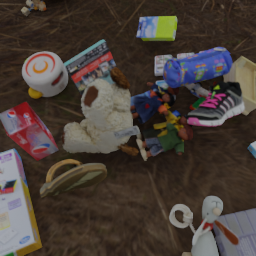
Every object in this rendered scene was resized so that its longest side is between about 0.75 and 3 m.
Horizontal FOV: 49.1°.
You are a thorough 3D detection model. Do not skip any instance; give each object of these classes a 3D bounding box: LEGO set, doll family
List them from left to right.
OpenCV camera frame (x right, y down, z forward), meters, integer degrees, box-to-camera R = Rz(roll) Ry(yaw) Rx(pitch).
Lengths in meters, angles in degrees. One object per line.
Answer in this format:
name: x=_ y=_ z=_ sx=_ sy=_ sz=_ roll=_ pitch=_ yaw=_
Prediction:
doll family: x=0.930 y=-0.373 z=7.991 sx=1.713 sy=1.163 sz=2.964 roll=-23 pitch=62 yaw=6
LEGO set: x=1.991 y=-1.331 z=9.191 sx=2.174 sy=0.714 sz=2.910 roll=-4 pitch=52 yaw=9

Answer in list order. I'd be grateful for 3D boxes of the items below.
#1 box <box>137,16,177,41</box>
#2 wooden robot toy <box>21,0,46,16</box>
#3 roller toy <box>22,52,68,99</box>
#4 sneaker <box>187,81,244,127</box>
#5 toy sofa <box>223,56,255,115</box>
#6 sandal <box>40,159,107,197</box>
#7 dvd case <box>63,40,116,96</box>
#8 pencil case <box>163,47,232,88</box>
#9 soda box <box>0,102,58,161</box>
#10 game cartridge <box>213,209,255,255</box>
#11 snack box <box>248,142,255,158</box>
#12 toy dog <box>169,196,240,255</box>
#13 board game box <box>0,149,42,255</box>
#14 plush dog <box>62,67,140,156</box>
box: x=1.022 y=-3.517 z=9.931 sx=1.328 sy=0.316 sz=0.809 roll=8 pitch=85 yaw=24
wooden robot toy: x=-3.710 y=-5.080 z=11.563 sx=0.622 sy=0.604 sz=1.370 roll=37 pitch=63 yaw=10
roller toy: x=-2.622 y=-1.679 z=8.995 sx=1.267 sy=0.970 sz=1.389 roll=-11 pitch=64 yaw=2
sneaker: x=2.345 y=-0.700 z=7.481 sx=2.264 sy=0.990 sz=0.835 roll=-21 pitch=21 yaw=-35
toy sofa: x=3.600 y=-1.303 z=8.979 sx=0.750 sy=0.884 sz=1.812 roll=25 pitch=56 yaw=-13
sandal: x=-1.394 y=1.082 z=6.339 sx=0.994 sy=2.475 sz=0.668 roll=-1 pitch=72 yaw=-35
dvd case: x=-0.902 y=-1.446 z=8.174 sx=1.344 sy=1.842 sz=0.203 roll=-36 pitch=45 yaw=-9
pencil case: x=2.131 y=-1.848 z=8.406 sx=2.192 sy=0.952 sz=0.855 roll=-18 pitch=53 yaw=-23
soda box: x=-2.141 y=0.141 z=6.278 sx=0.619 sy=1.768 sz=0.561 roll=-27 pitch=70 yaw=-9
game cartridge: x=3.001 y=3.099 z=6.124 sx=1.656 sy=0.490 sz=2.555 roll=-12 pitch=57 yaw=-3
snack box: x=4.234 y=0.562 z=7.911 sx=1.419 sy=0.263 sz=0.824 roll=-22 pitch=59 yaw=-14
toy dog: x=1.643 y=2.461 z=5.786 sx=1.229 sy=0.898 sz=1.863 roll=-13 pitch=99 yaw=-1
board game box: x=-3.414 y=1.983 z=6.794 sx=2.000 sy=0.527 sz=2.614 roll=-19 pitch=58 yaw=-12
plush dog: x=-0.449 y=-0.366 z=7.166 sx=1.825 sy=2.275 sz=1.954 roll=24 pitch=43 yaw=-15
